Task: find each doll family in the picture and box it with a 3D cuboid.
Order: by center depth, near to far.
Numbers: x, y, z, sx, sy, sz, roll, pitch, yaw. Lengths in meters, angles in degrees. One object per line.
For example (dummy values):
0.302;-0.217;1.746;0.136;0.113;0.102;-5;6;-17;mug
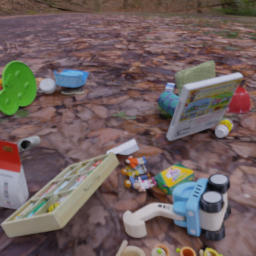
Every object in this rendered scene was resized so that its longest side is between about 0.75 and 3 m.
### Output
0.240;1.543;8.768;0.846;0.614;1.362;-6;47;-21;doll family

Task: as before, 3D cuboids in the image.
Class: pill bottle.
3.867;0.039;11.367;0.518;0.518;0.949;18;34;29;pill bottle

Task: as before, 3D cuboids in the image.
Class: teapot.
-4.357;-2.179;15.258;0.927;0.677;0.914;30;66;15;teapot

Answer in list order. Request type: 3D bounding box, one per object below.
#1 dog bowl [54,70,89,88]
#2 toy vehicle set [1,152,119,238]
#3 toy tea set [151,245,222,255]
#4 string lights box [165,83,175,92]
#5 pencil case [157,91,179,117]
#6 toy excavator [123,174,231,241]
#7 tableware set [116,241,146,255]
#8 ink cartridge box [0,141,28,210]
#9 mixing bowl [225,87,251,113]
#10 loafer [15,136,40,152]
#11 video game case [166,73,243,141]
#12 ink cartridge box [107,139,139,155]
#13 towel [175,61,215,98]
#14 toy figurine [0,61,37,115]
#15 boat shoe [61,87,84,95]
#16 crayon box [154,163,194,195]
-3.169;-2.782;15.732;1.507;0.670;2.704;10;16;6;dog bowl
-1.634;1.659;7.423;1.834;0.391;2.952;-20;12;29;toy vehicle set
1.323;2.886;5.994;1.656;0.613;0.985;5;32;-3;toy tea set
2.361;-2.265;15.796;0.419;0.240;0.816;8;30;14;string lights box
2.089;-0.934;12.076;0.971;0.894;2.101;-7;25;-19;pencil case
1.313;2.128;7.273;2.306;1.152;2.243;2;26;31;toy excavator
0.255;3.331;5.733;2.195;0.255;1.834;15;33;24;tableware set
-3.609;1.144;6.976;1.900;2.338;0.667;11;50;-1;ink cartridge box
5.181;-1.466;13.656;1.688;0.914;1.688;-2;28;1;mixing bowl
-3.608;0.581;9.710;1.292;0.452;0.451;-21;0;31;loafer
2.811;-0.768;10.447;2.672;2.432;0.306;-16;49;-27;video game case
-0.197;0.801;9.866;1.109;0.316;0.901;-29;9;1;ink cartridge box
3.296;-1.944;13.386;2.836;2.104;0.517;-24;25;-36;towel
-6.468;-1.781;13.868;2.684;2.189;2.916;-3;51;23;toy figurine
-3.037;-2.074;15.278;1.263;0.409;0.454;1;29;2;boat shoe
1.435;1.576;8.766;1.136;0.331;0.674;-23;35;-32;crayon box
